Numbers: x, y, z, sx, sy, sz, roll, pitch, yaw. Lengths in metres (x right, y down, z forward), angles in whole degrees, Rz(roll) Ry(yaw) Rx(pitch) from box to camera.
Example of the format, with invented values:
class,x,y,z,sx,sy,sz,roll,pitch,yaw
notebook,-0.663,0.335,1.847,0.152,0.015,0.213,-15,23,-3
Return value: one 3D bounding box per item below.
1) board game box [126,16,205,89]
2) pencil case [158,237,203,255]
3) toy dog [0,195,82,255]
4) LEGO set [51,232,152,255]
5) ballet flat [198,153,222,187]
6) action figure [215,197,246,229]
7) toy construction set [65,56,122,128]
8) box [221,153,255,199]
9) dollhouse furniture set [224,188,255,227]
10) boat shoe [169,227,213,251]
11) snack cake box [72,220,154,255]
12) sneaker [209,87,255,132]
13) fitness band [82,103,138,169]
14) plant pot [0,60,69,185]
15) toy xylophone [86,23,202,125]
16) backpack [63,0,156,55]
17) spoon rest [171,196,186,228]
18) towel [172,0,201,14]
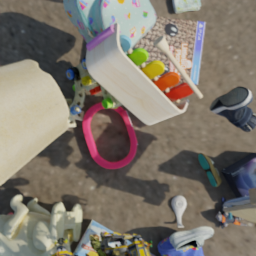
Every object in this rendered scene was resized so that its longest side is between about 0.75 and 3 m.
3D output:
class,x,y,z,sx,sy,sz,roll,pitch,yaw
board game box,0.953,-2.250,8.560,2.349,1.138,1.873,7,87,1
pencil case,2.004,4.590,8.243,1.298,1.166,2.989,-24,87,-8
toy dog,-2.867,3.217,8.080,2.633,1.837,2.553,-3,81,13
LEGO set,-0.727,2.842,6.366,2.458,1.424,1.890,-8,131,-11
ballet flat,2.588,1.281,8.851,0.373,0.406,1.183,-24,90,-29
action figure,3.178,2.668,8.685,0.949,0.513,0.981,-4,87,-9
toy construction set,-0.942,-1.093,8.197,2.908,1.340,1.907,-18,98,34
box,3.772,1.586,8.593,1.242,0.765,1.232,-30,87,-2
dollhouse furniture set,3.060,1.151,6.082,2.337,2.475,1.615,23,57,-23
boat shoe,1.147,1.964,4.888,0.843,0.300,0.294,-5,129,-16
snack cake box,-0.365,4.161,8.413,2.602,0.874,1.496,29,89,1
sneaker,2.721,-0.396,6.554,1.099,1.521,0.578,32,83,-5
fitness band,-0.577,0.228,8.861,1.543,0.402,2.149,-18,87,2
plant pot,-2.803,-0.109,5.973,2.567,2.804,2.804,-36,88,-32
toy xylophone,0.426,-1.037,6.093,2.008,2.742,0.689,-14,45,34
backpack,-0.425,-2.708,6.499,1.700,1.482,1.934,-48,120,-11
spoon rest,1.606,2.627,8.824,0.474,0.289,0.954,1,74,-1
towel,1.859,-4.265,9.107,0.863,0.243,1.008,-9,87,-1
